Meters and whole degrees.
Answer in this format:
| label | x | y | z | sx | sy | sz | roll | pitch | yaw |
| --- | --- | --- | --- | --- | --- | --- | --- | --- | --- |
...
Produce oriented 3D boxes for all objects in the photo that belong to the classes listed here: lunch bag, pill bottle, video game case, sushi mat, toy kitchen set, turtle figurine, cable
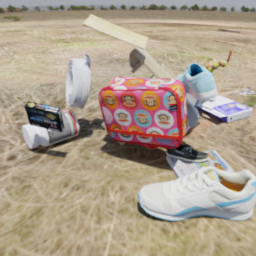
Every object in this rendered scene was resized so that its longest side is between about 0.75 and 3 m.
| label | x | y | z | sx | sy | sz | roll | pitch | yaw |
| --- | --- | --- | --- | --- | --- | --- | --- | --- | --- |
| lunch bag | 0.495 | -0.345 | 8.621 | 2.626 | 2.313 | 1.076 | 5 | 34 | 26 |
| pill bottle | 2.063 | -0.262 | 10.854 | 0.874 | 0.874 | 1.542 | 21 | 38 | 35 |
| video game case | 2.263 | 1.190 | 9.014 | 1.762 | 0.159 | 1.262 | -5 | 27 | -10 |
| sushi mat | -0.377 | -3.094 | 9.000 | 2.088 | 0.126 | 0.999 | 20 | 39 | -6 |
| toy kitchen set | 0.228 | -1.361 | 10.525 | 2.218 | 2.453 | 2.719 | 46 | 32 | -7 |
| pill bottle | -2.794 | 0.066 | 10.192 | 1.807 | 1.047 | 1.047 | -20 | 34 | -32 |
| turtle figurine | 3.407 | -2.139 | 12.003 | 0.827 | 2.567 | 2.070 | 34 | 43 | -6 |
| cable | -1.812 | -1.573 | 10.022 | 0.615 | 1.776 | 1.776 | 3 | 62 | -24 |

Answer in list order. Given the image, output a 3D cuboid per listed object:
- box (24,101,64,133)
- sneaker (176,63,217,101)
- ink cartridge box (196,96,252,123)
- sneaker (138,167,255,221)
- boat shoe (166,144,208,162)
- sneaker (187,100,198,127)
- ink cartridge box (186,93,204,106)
| label | x | y | z | sx | sy | sz | roll | pitch | yaw |
| --- | --- | --- | --- | --- | --- | --- | --- | --- | --- |
| box | -2.580 | -0.335 | 8.687 | 1.111 | 0.883 | 0.256 | 13 | 49 | 7 |
| sneaker | 1.921 | -1.469 | 8.053 | 0.804 | 0.891 | 2.175 | -16 | 21 | -8 |
| ink cartridge box | 4.112 | -0.854 | 12.653 | 2.000 | 0.434 | 1.981 | -12 | 29 | -26 |
| sneaker | 1.720 | 1.588 | 7.115 | 2.948 | 1.191 | 1.128 | -1 | 29 | 0 |
| boat shoe | 1.929 | 0.777 | 9.155 | 1.385 | 0.468 | 0.497 | 11 | 27 | 17 |
| sneaker | 1.630 | -0.830 | 8.967 | 0.656 | 1.797 | 0.636 | -36 | 9 | 27 |
| ink cartridge box | 2.616 | -1.363 | 10.635 | 0.649 | 0.661 | 0.897 | 38 | 42 | 27 |
